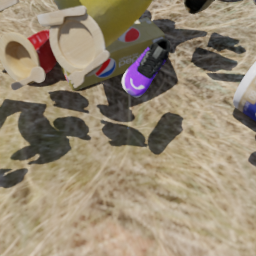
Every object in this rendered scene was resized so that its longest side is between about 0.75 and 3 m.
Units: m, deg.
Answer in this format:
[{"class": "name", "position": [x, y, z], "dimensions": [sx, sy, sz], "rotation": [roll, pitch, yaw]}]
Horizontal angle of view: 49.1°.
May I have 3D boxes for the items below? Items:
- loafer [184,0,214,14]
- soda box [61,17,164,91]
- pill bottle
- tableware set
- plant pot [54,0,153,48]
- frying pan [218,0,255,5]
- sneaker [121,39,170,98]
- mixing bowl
[{"class": "loafer", "position": [1.836, -3.552, 6.205], "dimensions": [0.985, 2.592, 0.874], "rotation": [23, 71, 12]}, {"class": "soda box", "position": [-0.472, -2.159, 8.055], "dimensions": [2.929, 0.938, 0.992], "rotation": [-22, 57, -16]}, {"class": "pill bottle", "position": [4.081, -0.400, 6.278], "dimensions": [1.710, 1.710, 2.956], "rotation": [-37, 62, -24]}, {"class": "tableware set", "position": [-1.711, -1.973, 4.717], "dimensions": [2.479, 2.967, 0.344], "rotation": [-9, 22, 34]}, {"class": "plant pot", "position": [-0.453, -3.252, 5.938], "dimensions": [1.946, 2.741, 2.741], "rotation": [-22, 54, 11]}, {"class": "frying pan", "position": [2.431, -2.918, 5.978], "dimensions": [1.557, 2.573, 0.419], "rotation": [-10, 50, 22]}, {"class": "sneaker", "position": [0.375, -1.174, 5.069], "dimensions": [0.483, 0.690, 1.388], "rotation": [36, 55, -8]}, {"class": "mixing bowl", "position": [-2.555, -1.978, 7.856], "dimensions": [1.482, 0.803, 1.482], "rotation": [-20, 41, 18]}]
